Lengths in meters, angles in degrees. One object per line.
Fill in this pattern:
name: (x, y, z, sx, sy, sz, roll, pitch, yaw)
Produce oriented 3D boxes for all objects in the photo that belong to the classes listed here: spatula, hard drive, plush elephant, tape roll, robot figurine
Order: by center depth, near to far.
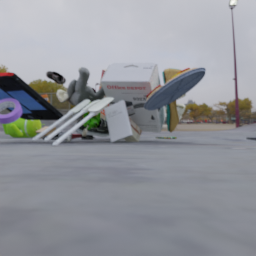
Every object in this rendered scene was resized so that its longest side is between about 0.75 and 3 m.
tape roll: (-4.030, -0.565, 9.323, 0.910, 0.910, 0.299, 0, -40, 0)
spatula: (-1.891, -0.311, 9.635, 1.885, 0.218, 2.711, 8, 40, 45)
hard drive: (-0.380, -0.235, 10.472, 0.901, 1.365, 0.182, -21, -17, 27)
plush elephant: (-2.002, -1.422, 11.778, 1.714, 2.081, 1.611, 24, 6, -40)
robot figurine: (-6.071, -0.072, 16.259, 2.234, 1.292, 1.960, 1, 22, 11)

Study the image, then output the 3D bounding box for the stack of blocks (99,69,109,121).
stack of blocks: (-0.669, -1.211, 13.802, 0.869, 2.968, 1.709, -15, 36, -44)

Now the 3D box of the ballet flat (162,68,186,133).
ballet flat: (1.904, -1.040, 11.251, 0.862, 2.736, 0.939, -6, 28, 6)

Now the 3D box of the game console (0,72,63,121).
game console: (-4.071, -1.056, 10.383, 2.430, 0.427, 2.748, 6, -26, 33)

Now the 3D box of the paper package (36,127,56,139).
paper package: (-4.415, 0.255, 15.110, 0.820, 0.424, 0.781, 2, 23, 37)

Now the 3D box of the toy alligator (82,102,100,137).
toy alligator: (-1.321, -0.276, 10.350, 0.601, 0.657, 2.215, 24, 30, -20)

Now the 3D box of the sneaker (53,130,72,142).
sneaker: (-2.654, 0.278, 11.138, 0.725, 0.471, 1.255, 7, -6, -17)

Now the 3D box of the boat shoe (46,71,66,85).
boat shoe: (-2.712, -1.926, 10.834, 0.311, 0.365, 1.091, 0, -8, 27)

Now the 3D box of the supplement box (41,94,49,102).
supplement box: (-3.433, -0.894, 11.723, 0.337, 0.978, 0.326, -18, 10, -28)

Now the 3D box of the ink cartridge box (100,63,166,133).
ink cartridge box: (0.306, -1.171, 11.433, 2.012, 1.161, 2.774, 4, -41, 21)

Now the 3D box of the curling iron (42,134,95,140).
curling iron: (-2.848, 0.409, 13.423, 2.505, 0.320, 0.621, 0, 0, -1)

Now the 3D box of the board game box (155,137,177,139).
board game box: (1.963, 0.520, 14.590, 1.006, 0.118, 0.527, 0, -2, 44)

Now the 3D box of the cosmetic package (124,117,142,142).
cosmetic package: (-0.055, 0.033, 11.164, 0.660, 0.557, 1.277, 3, -27, 33)

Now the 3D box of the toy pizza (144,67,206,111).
toy pizza: (1.542, -1.383, 9.613, 2.422, 0.384, 2.422, -29, -12, -7)

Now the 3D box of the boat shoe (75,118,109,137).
boat shoe: (-1.215, -0.065, 11.620, 1.990, 0.717, 0.706, -2, -33, -40)

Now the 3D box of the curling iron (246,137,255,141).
curling iron: (5.479, 0.482, 11.258, 1.349, 0.172, 0.334, 1, 0, 19)
